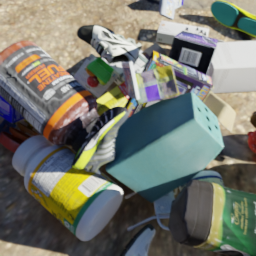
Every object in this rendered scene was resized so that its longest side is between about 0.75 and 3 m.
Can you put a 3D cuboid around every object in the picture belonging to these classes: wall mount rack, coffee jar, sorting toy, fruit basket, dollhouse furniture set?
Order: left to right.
[{"bbox_3d":[-3.532,-0.104,8.044,2.417,1.452,0.992,32,84,-12],"label":"sorting toy"},{"bbox_3d":[-1.063,-1.685,9.145,1.116,1.205,0.565,39,44,-11],"label":"fruit basket"},{"bbox_3d":[0.660,1.998,7.163,1.424,0.611,1.639,-1,40,-4],"label":"wall mount rack"},{"bbox_3d":[1.254,-0.600,7.794,1.950,2.177,2.747,-48,41,13],"label":"dollhouse furniture set"},{"bbox_3d":[2.248,1.898,5.457,2.806,1.463,1.197,13,62,1],"label":"coffee jar"}]

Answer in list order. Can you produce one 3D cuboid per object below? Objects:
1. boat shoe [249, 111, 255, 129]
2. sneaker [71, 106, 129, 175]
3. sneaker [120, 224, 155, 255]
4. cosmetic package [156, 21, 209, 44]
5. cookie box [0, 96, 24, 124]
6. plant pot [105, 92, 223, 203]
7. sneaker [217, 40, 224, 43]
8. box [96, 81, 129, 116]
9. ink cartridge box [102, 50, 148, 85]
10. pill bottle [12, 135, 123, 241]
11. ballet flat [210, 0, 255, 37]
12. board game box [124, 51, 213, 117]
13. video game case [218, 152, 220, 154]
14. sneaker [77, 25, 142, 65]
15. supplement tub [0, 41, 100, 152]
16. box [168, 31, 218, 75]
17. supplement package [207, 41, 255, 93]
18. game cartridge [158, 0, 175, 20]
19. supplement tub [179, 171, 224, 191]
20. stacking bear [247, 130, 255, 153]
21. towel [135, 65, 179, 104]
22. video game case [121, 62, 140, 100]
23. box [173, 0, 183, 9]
[{"bbox_3d":[3.884,0.086,7.631,1.393,0.502,0.501,44,34,2],"label":"boat shoe"},{"bbox_3d":[-0.499,0.294,6.084,0.726,1.794,0.663,29,25,-21],"label":"sneaker"},{"bbox_3d":[0.258,3.353,6.347,1.220,0.800,2.120,34,72,10],"label":"sneaker"},{"bbox_3d":[2.160,-3.697,11.129,1.939,0.491,0.800,13,56,9],"label":"cosmetic package"},{"bbox_3d":[-3.381,-1.255,8.800,1.900,0.835,2.222,29,35,18],"label":"cookie box"},{"bbox_3d":[0.898,0.331,6.536,1.598,2.261,1.598,39,34,-24],"label":"plant pot"},{"bbox_3d":[2.649,-2.924,10.307,1.919,0.786,0.739,0,98,10],"label":"sneaker"},{"bbox_3d":[-0.766,-0.464,8.454,2.237,0.561,0.842,-35,96,-8],"label":"box"},{"bbox_3d":[0.155,-1.999,9.747,1.311,0.755,1.796,-38,67,-18],"label":"ink cartridge box"},{"bbox_3d":[-1.598,1.379,7.093,2.739,1.545,1.545,34,63,20],"label":"pill bottle"},{"bbox_3d":[4.594,-4.503,11.581,2.543,0.850,0.852,37,42,19],"label":"ballet flat"},{"bbox_3d":[0.911,-0.717,7.098,1.614,1.952,0.554,21,38,-12],"label":"board game box"},{"bbox_3d":[2.006,0.014,8.661,1.488,0.373,1.642,0,56,7],"label":"video game case"},{"bbox_3d":[-0.652,-2.439,8.491,2.041,0.756,0.903,18,69,-2],"label":"sneaker"},{"bbox_3d":[-1.880,-0.670,7.021,2.987,1.598,1.598,42,64,4],"label":"supplement tub"},{"bbox_3d":[1.776,-2.069,7.633,1.101,0.776,1.488,18,29,10],"label":"box"},{"bbox_3d":[3.640,-2.054,9.561,2.095,1.255,1.270,-3,56,-2],"label":"supplement package"},{"bbox_3d":[1.103,-3.374,7.856,0.164,0.525,0.788,18,17,30],"label":"game cartridge"},{"bbox_3d":[1.966,1.977,6.948,1.127,1.127,1.554,-7,57,-5],"label":"supplement tub"},{"bbox_3d":[4.468,0.421,8.108,1.894,1.077,1.150,1,55,7],"label":"stacking bear"},{"bbox_3d":[0.592,-0.952,6.238,0.992,0.113,0.712,-10,98,11],"label":"towel"},{"bbox_3d":[0.040,-1.054,6.212,0.093,0.806,0.734,-16,15,-11],"label":"video game case"},{"bbox_3d":[1.973,-5.700,12.245,0.926,0.852,0.486,-34,60,-20],"label":"box"}]
